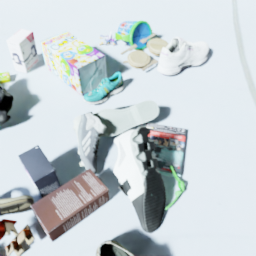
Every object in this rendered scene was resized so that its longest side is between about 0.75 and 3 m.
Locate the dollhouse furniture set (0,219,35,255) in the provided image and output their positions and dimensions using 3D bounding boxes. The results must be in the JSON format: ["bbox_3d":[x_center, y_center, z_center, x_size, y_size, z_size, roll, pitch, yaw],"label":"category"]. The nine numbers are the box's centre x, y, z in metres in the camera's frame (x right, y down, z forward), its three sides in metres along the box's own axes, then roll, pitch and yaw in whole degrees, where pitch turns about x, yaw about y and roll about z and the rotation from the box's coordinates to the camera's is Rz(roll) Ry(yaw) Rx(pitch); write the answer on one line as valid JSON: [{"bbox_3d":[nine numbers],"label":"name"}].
[{"bbox_3d":[-3.091,2.566,6.317,1.345,1.360,0.701,-47,51,2],"label":"dollhouse furniture set"}]

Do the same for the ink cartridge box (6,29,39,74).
[{"bbox_3d":[-4.272,-3.127,11.488,0.600,1.422,1.029,16,49,11],"label":"ink cartridge box"}]

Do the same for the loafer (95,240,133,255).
[{"bbox_3d":[0.156,3.290,5.741,2.546,0.887,0.957,32,67,30],"label":"loafer"}]

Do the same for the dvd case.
[{"bbox_3d":[1.056,0.639,8.789,1.375,0.207,1.884,9,46,8],"label":"dvd case"}]

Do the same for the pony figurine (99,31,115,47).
[{"bbox_3d":[-0.947,-4.162,13.116,0.756,0.629,0.730,3,79,-1],"label":"pony figurine"}]

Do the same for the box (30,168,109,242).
[{"bbox_3d":[-1.451,1.959,7.253,1.801,0.675,0.902,-30,54,-27],"label":"box"}]

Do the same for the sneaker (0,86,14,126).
[{"bbox_3d":[-4.496,-1.075,9.634,1.165,0.856,2.575,-17,60,1],"label":"sneaker"}]

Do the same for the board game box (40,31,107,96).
[{"bbox_3d":[-2.150,-2.589,11.048,1.295,1.318,2.514,-34,55,-28],"label":"board game box"}]

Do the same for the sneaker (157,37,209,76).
[{"bbox_3d":[2.409,-3.156,11.536,2.780,1.385,1.041,-30,50,-27],"label":"sneaker"}]

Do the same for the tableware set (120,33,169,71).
[{"bbox_3d":[0.876,-3.195,12.238,2.224,0.446,1.470,-37,65,-24],"label":"tableware set"}]

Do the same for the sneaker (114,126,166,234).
[{"bbox_3d":[0.216,1.374,7.358,0.981,1.171,2.647,4,74,-50],"label":"sneaker"}]

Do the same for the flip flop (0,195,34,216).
[{"bbox_3d":[-3.462,1.893,7.081,2.102,0.852,0.605,-9,60,-5],"label":"flip flop"}]

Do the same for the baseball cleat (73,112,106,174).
[{"bbox_3d":[-1.054,0.395,8.278,1.005,0.658,1.888,-21,74,8],"label":"baseball cleat"}]

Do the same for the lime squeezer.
[{"bbox_3d":[1.325,1.673,7.687,0.472,0.252,1.336,28,50,-17],"label":"lime squeezer"}]

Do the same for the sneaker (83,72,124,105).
[{"bbox_3d":[-0.928,-1.498,10.426,1.847,0.735,0.716,-36,56,-28],"label":"sneaker"}]

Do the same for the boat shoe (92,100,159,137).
[{"bbox_3d":[-0.221,-0.256,9.278,2.508,0.757,0.948,-11,86,-9],"label":"boat shoe"}]

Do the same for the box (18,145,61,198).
[{"bbox_3d":[-2.392,1.227,7.654,0.645,1.039,1.047,-30,53,-23],"label":"box"}]

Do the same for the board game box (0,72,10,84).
[{"bbox_3d":[-5.164,-1.968,11.172,0.835,0.199,0.424,-11,61,-10],"label":"board game box"}]

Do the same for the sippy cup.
[{"bbox_3d":[0.209,-4.327,12.826,1.233,1.682,1.321,33,99,40],"label":"sippy cup"}]
